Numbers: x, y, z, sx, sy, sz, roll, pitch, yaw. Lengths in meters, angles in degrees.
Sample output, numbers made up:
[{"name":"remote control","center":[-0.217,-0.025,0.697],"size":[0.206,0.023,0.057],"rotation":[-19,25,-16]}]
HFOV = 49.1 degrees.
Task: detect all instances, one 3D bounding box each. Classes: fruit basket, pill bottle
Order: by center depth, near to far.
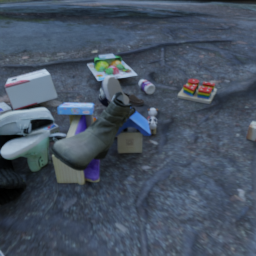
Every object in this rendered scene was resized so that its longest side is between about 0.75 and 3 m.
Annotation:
[{"name":"pill bottle","center":[0.897,-2.059,13.893],"size":[0.511,0.511,0.918],"rotation":[-14,35,-22]},{"name":"fruit basket","center":[-0.918,-3.213,15.151],"size":[2.158,1.092,2.330],"rotation":[-11,30,-17]}]

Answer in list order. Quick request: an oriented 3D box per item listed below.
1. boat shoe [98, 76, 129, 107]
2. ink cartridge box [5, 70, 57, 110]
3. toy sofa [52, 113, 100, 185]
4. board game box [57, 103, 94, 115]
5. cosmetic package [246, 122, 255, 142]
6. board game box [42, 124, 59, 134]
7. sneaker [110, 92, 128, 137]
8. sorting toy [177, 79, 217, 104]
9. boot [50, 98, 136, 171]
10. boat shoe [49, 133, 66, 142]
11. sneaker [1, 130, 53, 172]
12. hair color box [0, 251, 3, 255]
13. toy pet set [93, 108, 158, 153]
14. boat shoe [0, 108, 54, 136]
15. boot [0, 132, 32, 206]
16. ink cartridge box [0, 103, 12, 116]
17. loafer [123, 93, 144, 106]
[{"name":"boat shoe","center":[-0.836,-1.355,11.422],"size":[1.108,2.389,0.892],"rotation":[10,71,21]},{"name":"ink cartridge box","center":[-4.176,-1.719,12.063],"size":[1.787,1.037,2.477],"rotation":[-19,20,-14]},{"name":"toy sofa","center":[-1.474,0.568,9.090],"size":[1.271,1.079,2.605],"rotation":[0,32,2]},{"name":"board game box","center":[-1.782,-0.679,9.804],"size":[1.128,0.273,1.491],"rotation":[0,11,-5]},{"name":"cosmetic package","center":[4.928,0.245,10.107],"size":[1.105,0.571,0.482],"rotation":[20,38,31]},{"name":"board game box","center":[-3.759,0.226,10.326],"size":[1.287,0.353,2.039],"rotation":[27,41,36]},{"name":"sneaker","center":[-0.231,-0.473,10.142],"size":[0.676,1.704,0.630],"rotation":[9,21,33]},{"name":"sorting toy","center":[3.372,-1.849,13.521],"size":[1.541,0.539,1.550],"rotation":[14,35,22]},{"name":"boot","center":[-0.816,-0.021,7.601],"size":[1.008,1.944,2.976],"rotation":[37,11,10]},{"name":"boat shoe","center":[-2.195,0.321,8.652],"size":[0.793,0.271,0.293],"rotation":[-5,-13,38]},{"name":"sneaker","center":[-2.909,0.861,8.339],"size":[0.753,1.207,2.047],"rotation":[4,14,14]},{"name":"hair color box","center":[-3.125,2.242,5.339],"size":[0.877,1.449,2.898],"rotation":[-30,57,-34]},{"name":"toy pet set","center":[-0.191,-0.314,10.165],"size":[2.664,1.414,2.487],"rotation":[-2,31,-2]},{"name":"boat shoe","center":[-3.032,-0.117,8.223],"size":[1.838,0.641,0.655],"rotation":[-20,49,-40]},{"name":"boot","center":[-3.494,0.914,8.154],"size":[2.266,1.141,3.031],"rotation":[36,42,25]},{"name":"ink cartridge box","center":[-5.741,-0.609,11.694],"size":[0.750,0.296,1.508],"rotation":[31,41,34]},{"name":"loafer","center":[0.180,-1.311,12.764],"size":[1.185,0.420,0.433],"rotation":[15,35,23]}]
